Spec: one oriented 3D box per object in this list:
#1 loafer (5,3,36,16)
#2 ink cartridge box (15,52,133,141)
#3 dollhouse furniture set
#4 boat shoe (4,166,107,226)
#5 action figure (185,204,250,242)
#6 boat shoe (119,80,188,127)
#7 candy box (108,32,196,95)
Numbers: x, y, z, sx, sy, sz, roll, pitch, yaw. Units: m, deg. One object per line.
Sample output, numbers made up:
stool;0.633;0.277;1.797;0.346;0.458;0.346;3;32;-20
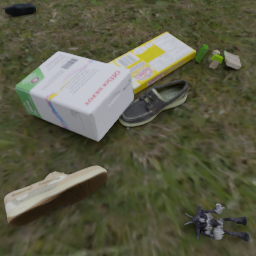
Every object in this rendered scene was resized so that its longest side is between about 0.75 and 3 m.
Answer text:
loafer;-4.616;-5.091;12.002;1.259;0.428;0.442;-13;48;-16
ink cartridge box;-1.440;-0.989;7.939;2.657;1.115;1.924;20;53;25
dollhouse furniture set;3.209;-2.391;9.952;1.495;0.577;0.747;18;44;-10
boat shoe;-1.671;1.390;6.552;2.409;0.869;0.782;-25;56;-12
action figure;1.945;2.066;6.121;1.316;0.672;0.782;7;62;4
boat shoe;0.768;-0.834;8.333;2.360;0.776;0.843;-25;59;-18
candy box;0.821;-2.337;9.763;2.911;0.384;1.488;-33;63;-22
